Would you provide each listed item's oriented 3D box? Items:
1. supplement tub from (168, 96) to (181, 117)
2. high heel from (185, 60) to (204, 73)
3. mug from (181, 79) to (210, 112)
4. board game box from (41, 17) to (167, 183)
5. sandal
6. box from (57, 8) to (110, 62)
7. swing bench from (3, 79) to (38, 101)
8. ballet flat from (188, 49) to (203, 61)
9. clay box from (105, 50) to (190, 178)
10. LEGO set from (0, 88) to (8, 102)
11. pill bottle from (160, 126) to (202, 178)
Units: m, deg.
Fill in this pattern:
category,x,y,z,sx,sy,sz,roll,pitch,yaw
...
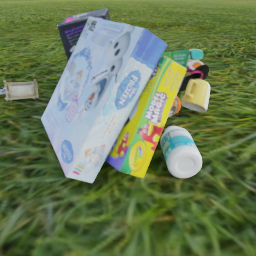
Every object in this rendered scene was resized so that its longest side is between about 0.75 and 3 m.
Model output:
category,x,y,z,sx,sy,sz,roll,pitch,yaw
supplement tub,0.787,-0.582,7.092,1.072,0.657,0.657,-5,26,-39
high heel,2.235,-2.035,9.999,0.508,0.723,1.507,-40,46,-18
mug,1.891,-0.923,7.562,0.718,0.736,0.897,20,-6,6
board game box,-0.754,-0.777,5.677,0.591,2.714,2.727,23,12,-33
sandal,2.063,-1.553,8.815,1.229,0.462,0.277,-35,8,-4
box,-0.916,-1.917,7.855,1.264,2.384,1.457,-11,28,4
swing bench,-3.182,-1.128,8.411,0.893,0.583,0.898,-7,6,-16
ballet flat,2.641,-3.156,12.332,1.520,0.528,0.528,-19,34,-29
clay box,0.203,-0.410,5.200,0.557,2.339,1.344,20,0,-28
LEGO set,-3.855,-1.176,8.871,0.875,0.287,1.171,13,36,24
pill bottle,1.020,0.414,5.644,0.653,0.653,1.178,-2,28,-3
